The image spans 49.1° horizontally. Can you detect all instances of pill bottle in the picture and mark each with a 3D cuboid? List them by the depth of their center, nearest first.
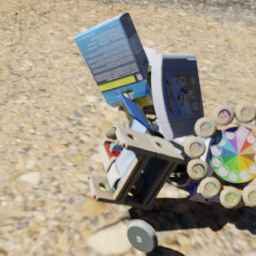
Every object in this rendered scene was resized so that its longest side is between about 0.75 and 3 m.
[{"bbox_3d":[0.336,-1.411,10.729,2.255,1.255,1.255,-9,36,27],"label":"pill bottle"}]

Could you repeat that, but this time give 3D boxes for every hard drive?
[{"bbox_3d":[1.502,0.290,9.860,1.568,0.425,2.244,28,15,12],"label":"hard drive"}]

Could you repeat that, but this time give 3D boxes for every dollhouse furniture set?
[{"bbox_3d":[-0.122,0.717,8.500,1.906,1.917,2.720,18,23,-29],"label":"dollhouse furniture set"}]

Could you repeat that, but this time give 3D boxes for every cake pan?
[{"bbox_3d":[0.332,2.835,7.249,0.923,0.923,0.169,23,29,24],"label":"cake pan"}]

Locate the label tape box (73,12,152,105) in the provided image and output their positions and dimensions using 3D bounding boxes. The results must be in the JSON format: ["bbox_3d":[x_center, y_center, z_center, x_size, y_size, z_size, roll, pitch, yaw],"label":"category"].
[{"bbox_3d":[-0.392,-2.350,9.967,1.980,2.763,0.913,-11,29,32],"label":"label tape box"}]

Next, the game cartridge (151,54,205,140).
[{"bbox_3d":[1.479,-0.946,8.274,1.662,2.496,0.518,-11,3,-38],"label":"game cartridge"}]

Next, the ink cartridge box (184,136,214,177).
[{"bbox_3d":[2.594,0.956,9.482,0.842,0.838,1.147,27,80,32],"label":"ink cartridge box"}]

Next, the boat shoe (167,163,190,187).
[{"bbox_3d":[0.997,1.135,9.535,2.409,0.725,0.859,23,59,30],"label":"boat shoe"}]

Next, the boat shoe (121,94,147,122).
[{"bbox_3d":[0.316,-0.505,10.378,0.744,2.264,0.809,-23,51,-4],"label":"boat shoe"}]

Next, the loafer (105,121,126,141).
[{"bbox_3d":[-0.409,0.221,10.292,0.643,1.845,0.694,-38,95,-14],"label":"loafer"}]

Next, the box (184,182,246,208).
[{"bbox_3d":[2.568,1.974,8.226,1.759,1.047,0.365,8,65,1],"label":"box"}]

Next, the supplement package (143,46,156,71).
[{"bbox_3d":[0.146,-2.191,11.902,1.354,2.381,1.304,19,43,-4],"label":"supplement package"}]

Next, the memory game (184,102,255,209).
[{"bbox_3d":[2.994,0.754,7.561,2.924,2.924,0.186,1,0,1],"label":"memory game"}]

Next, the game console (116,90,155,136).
[{"bbox_3d":[0.095,-0.188,8.703,0.957,1.380,1.617,4,33,-23],"label":"game console"}]
